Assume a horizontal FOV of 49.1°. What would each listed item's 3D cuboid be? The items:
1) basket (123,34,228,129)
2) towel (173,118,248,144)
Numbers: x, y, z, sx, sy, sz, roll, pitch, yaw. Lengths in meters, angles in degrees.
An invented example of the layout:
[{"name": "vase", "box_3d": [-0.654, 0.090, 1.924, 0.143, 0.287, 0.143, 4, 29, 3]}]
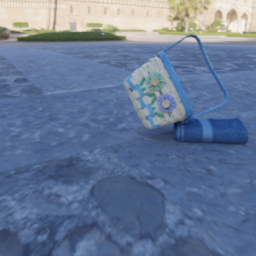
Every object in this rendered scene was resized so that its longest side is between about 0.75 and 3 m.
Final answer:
[{"name": "basket", "box_3d": [1.481, -1.263, 8.897, 2.825, 2.491, 1.965, -30, 1, -5]}, {"name": "towel", "box_3d": [2.691, 0.054, 9.342, 2.341, 0.568, 1.307, 3, 22, 6]}]
